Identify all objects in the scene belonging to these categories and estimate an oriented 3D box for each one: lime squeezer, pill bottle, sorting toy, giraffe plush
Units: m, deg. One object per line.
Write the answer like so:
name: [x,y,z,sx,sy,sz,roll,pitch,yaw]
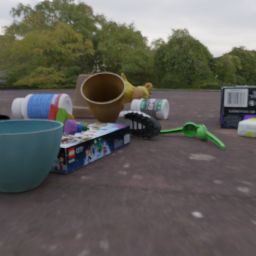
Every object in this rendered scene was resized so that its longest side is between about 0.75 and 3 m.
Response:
lime squeezer: [1.885,0.138,8.065,0.871,0.465,2.467,-8,13,-39]
pill bottle: [0.959,-0.848,12.451,1.548,0.875,0.875,5,11,25]
sorting toy: [-1.306,-0.140,6.266,0.585,0.589,1.698,6,9,-32]
giraffe plush: [0.195,-1.699,14.816,1.924,2.047,2.372,15,31,16]
pill bottle: [-3.312,-0.718,10.777,2.063,1.158,1.158,1,10,8]

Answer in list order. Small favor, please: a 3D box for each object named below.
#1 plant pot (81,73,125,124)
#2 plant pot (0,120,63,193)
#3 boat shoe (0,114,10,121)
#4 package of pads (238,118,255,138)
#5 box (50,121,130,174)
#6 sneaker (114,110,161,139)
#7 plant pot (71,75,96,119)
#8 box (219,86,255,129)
plant pot: [-0.673,-0.711,8.242,1.240,1.331,1.240,-1,51,1]
plant pot: [-1.809,0.453,4.573,1.491,1.004,1.491,0,10,0]
boat shoe: [-4.584,-0.168,8.971,0.607,0.640,1.832,-20,-7,26]
package of pads: [4.152,0.001,8.772,1.035,0.457,1.340,9,13,42]
box: [-1.386,0.323,6.713,1.916,0.529,2.805,5,11,25]
sneaker: [0.252,-0.200,8.927,1.094,0.803,2.417,-13,14,-41]
plant pot: [-1.657,-1.528,13.275,2.238,1.952,2.238,1,10,0]
box: [4.503,-0.880,10.842,1.699,1.474,2.779,4,10,21]
